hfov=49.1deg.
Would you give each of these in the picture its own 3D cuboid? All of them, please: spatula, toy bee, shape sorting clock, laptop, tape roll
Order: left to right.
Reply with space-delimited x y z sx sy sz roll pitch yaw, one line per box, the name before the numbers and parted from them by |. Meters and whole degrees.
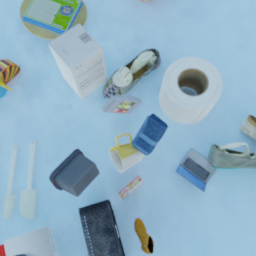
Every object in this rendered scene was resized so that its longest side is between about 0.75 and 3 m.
toy bee | -5.117 -1.588 10.335 1.755 1.457 2.681 12 71 2
spatula | -4.160 1.777 9.804 1.934 0.223 2.782 -2 71 0
shape sorting clock | -3.158 -4.893 11.940 2.796 0.548 2.796 1 73 -5
tape roll | 2.222 -1.332 10.237 2.087 1.433 2.087 0 70 0
laptop | 2.382 1.427 9.665 1.138 0.704 1.215 36 75 11

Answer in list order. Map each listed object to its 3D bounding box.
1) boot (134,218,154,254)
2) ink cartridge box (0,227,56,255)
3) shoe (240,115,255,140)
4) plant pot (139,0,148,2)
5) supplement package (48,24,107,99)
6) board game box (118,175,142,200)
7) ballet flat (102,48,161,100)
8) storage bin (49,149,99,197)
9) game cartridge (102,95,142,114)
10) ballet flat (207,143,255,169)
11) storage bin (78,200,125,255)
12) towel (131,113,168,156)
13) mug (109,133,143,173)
boot | 0.507 3.192 8.335 0.370 0.752 1.051 -7 71 -20
ink cartridge box | -3.293 4.814 8.314 2.576 0.654 2.924 -15 71 -16
shoe | 5.177 0.478 10.081 2.432 0.850 0.649 38 118 10
plant pot | 0.795 -6.317 12.064 1.484 1.484 1.313 33 85 11
supplement package | -1.720 -2.315 10.158 1.329 2.220 1.346 -38 75 -12
board game box | 0.081 2.025 9.465 0.906 0.686 0.210 -39 75 -13
ballet flat | 0.121 -2.187 10.789 2.837 1.020 1.020 -39 75 -12
storage bin | -1.541 1.466 8.531 0.883 0.957 1.315 23 56 36
game cartridge | -0.155 -0.716 8.618 1.136 0.756 0.232 1 56 -40
ballet flat | 4.240 0.996 9.581 2.924 0.985 0.931 4 103 3
storage bin | -0.751 3.377 8.617 0.966 1.392 2.059 -15 71 -5
towel | 0.676 0.252 9.051 0.760 1.360 0.330 37 32 11
mug | 0.001 0.869 9.639 0.960 1.169 0.936 -21 52 -25
